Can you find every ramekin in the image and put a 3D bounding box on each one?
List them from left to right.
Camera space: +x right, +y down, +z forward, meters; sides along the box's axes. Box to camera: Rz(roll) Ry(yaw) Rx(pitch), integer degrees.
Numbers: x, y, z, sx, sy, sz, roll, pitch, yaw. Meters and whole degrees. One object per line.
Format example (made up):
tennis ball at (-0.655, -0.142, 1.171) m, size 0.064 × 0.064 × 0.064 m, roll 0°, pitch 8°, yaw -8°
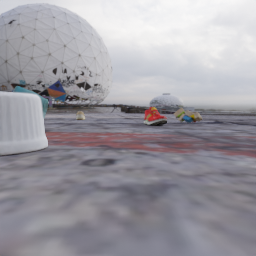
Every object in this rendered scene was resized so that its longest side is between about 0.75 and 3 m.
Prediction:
ramekin at (-1.708, -0.077, 3.440) m, size 1.383 × 0.674 × 1.383 m, roll 0°, pitch 3°, yaw 0°

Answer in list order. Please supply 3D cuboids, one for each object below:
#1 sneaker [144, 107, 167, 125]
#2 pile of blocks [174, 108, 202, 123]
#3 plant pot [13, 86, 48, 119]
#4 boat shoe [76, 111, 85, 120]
sneaker at (0.833, -0.397, 9.243) m, size 0.542 × 0.598 × 1.408 m, roll -1°, pitch 4°, yaw -19°
pile of blocks at (2.415, -0.371, 11.228) m, size 0.449 × 0.593 × 1.445 m, roll 46°, pitch -9°, yaw -26°
plant pot at (-4.567, -1.001, 13.018) m, size 1.457 × 1.551 × 1.551 m, roll 14°, pitch 1°, yaw -10°
boat shoe at (-2.522, -0.667, 14.894) m, size 0.476 × 0.447 × 1.292 m, roll -1°, pitch 4°, yaw -11°
